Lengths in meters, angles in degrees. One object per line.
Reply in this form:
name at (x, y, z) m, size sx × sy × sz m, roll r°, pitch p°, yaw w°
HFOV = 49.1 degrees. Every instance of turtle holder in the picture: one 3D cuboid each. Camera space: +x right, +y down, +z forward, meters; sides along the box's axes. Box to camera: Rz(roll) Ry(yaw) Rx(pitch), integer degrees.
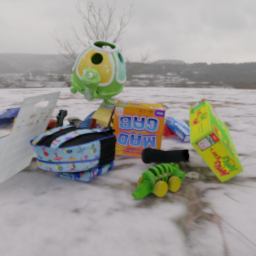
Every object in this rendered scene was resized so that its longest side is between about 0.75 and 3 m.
turtle holder at (-1.123, -1.942, 9.617) m, size 1.934 × 1.808 × 2.546 m, roll 32°, pitch 35°, yaw 24°

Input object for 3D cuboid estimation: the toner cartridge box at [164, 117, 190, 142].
toner cartridge box at (2.277, 0.048, 12.137) m, size 0.718 × 0.327 × 1.513 m, roll 3°, pitch 30°, yaw -32°

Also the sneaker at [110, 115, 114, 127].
sneaker at (-0.803, -0.534, 15.535) m, size 0.762 × 0.696 × 1.883 m, roll 7°, pitch 12°, yaw 18°

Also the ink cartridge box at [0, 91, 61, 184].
ink cartridge box at (-2.962, 0.158, 7.485) m, size 0.676 × 2.696 × 2.186 m, roll 27°, pitch 15°, yaw 3°

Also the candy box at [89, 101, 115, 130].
candy box at (-0.941, -0.129, 9.935) m, size 0.572 × 1.181 × 2.025 m, roll 17°, pitch 23°, yaw 1°

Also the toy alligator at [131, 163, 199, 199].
toy alligator at (1.034, 1.202, 7.202) m, size 2.412 × 0.654 × 0.715 m, roll -10°, pitch 15°, yaw -39°

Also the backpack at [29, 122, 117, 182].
backpack at (-1.549, 0.693, 7.746) m, size 1.915 × 1.411 × 2.098 m, roll 6°, pitch 12°, yaw 28°

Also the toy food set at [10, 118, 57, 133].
toy food set at (-4.394, -0.248, 13.543) m, size 2.849 × 0.930 × 1.676 m, roll 5°, pitch 13°, yaw 21°

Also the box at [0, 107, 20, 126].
box at (-6.653, -0.587, 14.822) m, size 2.777 × 0.450 × 1.682 m, roll -7°, pitch 23°, yaw 9°

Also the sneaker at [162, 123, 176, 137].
sneaker at (2.132, 0.083, 12.697) m, size 0.987 × 0.669 × 1.708 m, roll 6°, pitch 14°, yaw 31°

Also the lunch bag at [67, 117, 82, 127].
lunch bag at (-2.568, -0.280, 13.919) m, size 0.868 × 0.510 × 0.712 m, roll 34°, pitch -9°, yaw -30°

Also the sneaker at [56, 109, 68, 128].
sneaker at (-3.286, -0.388, 13.368) m, size 0.419 × 1.112 × 0.441 m, roll 26°, pitch 8°, yaw 37°

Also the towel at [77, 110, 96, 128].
towel at (-1.713, -0.006, 11.250) m, size 0.547 × 1.257 × 2.252 m, roll 41°, pitch 20°, yaw -7°

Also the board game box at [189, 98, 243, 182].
board game box at (2.561, 0.218, 8.538) m, size 0.683 × 1.457 × 2.869 m, roll -37°, pitch 11°, yaw 22°

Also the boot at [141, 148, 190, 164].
boot at (1.179, 0.858, 8.537) m, size 1.136 × 0.513 × 1.386 m, roll -5°, pitch -10°, yaw 31°

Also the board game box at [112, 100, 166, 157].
board game box at (0.340, -0.014, 10.115) m, size 1.695 × 1.694 × 1.694 m, roll 6°, pitch 12°, yaw 1°

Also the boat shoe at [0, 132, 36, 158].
boat shoe at (-3.758, 0.639, 9.428) m, size 2.094 × 0.748 × 0.626 m, roll 13°, pitch -35°, yaw -14°
